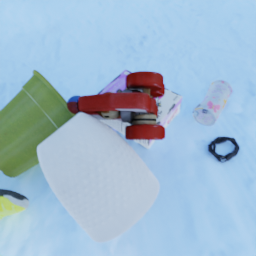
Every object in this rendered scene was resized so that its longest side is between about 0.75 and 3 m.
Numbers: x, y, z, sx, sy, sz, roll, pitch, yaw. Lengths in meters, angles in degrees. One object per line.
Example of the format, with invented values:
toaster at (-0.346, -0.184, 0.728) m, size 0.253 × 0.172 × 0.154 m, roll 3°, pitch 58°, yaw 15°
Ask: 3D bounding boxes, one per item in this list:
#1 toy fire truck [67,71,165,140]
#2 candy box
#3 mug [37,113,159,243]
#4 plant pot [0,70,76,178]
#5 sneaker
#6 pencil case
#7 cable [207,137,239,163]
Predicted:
toy fire truck at (-0.252, -0.480, 7.507) m, size 2.437 × 2.902 × 1.627 m, roll -1°, pitch 88°, yaw 9°
candy box at (0.288, -0.740, 9.760) m, size 2.471 × 0.884 × 2.072 m, roll 29°, pitch 56°, yaw 22°
mug at (-0.957, 1.032, 7.145) m, size 2.162 × 2.928 × 2.567 m, roll -41°, pitch 99°, yaw -14°
plant pot at (-2.936, 0.088, 8.316) m, size 2.510 × 2.644 × 2.644 m, roll -40°, pitch 60°, yaw -13°
sneaker at (-3.963, 2.298, 7.289) m, size 2.858 × 1.078 × 1.092 m, roll -10°, pitch 58°, yaw 5°
pencil case at (3.016, -0.908, 9.974) m, size 0.864 × 0.792 × 1.904 m, roll 19°, pitch 52°, yaw 29°
cable at (3.096, 0.647, 9.074) m, size 1.050 × 0.267 × 0.857 m, roll -35°, pitch 53°, yaw -22°
